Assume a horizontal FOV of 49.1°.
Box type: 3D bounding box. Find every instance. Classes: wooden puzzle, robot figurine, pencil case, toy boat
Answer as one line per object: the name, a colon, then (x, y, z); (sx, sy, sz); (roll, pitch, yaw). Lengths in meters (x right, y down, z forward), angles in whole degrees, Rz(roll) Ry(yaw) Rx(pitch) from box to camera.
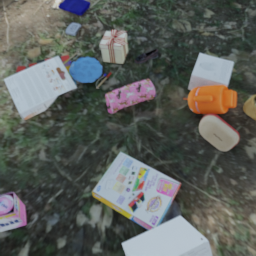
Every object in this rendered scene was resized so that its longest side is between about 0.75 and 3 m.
wooden puzzle: (-3.187, -2.235, 11.587); (2.946, 0.207, 1.747); (-14, 56, -10)
robot figurine: (2.932, -0.999, 10.054); (1.768, 1.031, 1.272); (2, 39, 37)
pencil case: (0.071, -1.176, 10.453); (1.904, 0.788, 0.824); (-20, 89, -12)
toy boat: (3.112, 0.064, 9.533); (1.383, 0.902, 0.904); (40, 40, 5)

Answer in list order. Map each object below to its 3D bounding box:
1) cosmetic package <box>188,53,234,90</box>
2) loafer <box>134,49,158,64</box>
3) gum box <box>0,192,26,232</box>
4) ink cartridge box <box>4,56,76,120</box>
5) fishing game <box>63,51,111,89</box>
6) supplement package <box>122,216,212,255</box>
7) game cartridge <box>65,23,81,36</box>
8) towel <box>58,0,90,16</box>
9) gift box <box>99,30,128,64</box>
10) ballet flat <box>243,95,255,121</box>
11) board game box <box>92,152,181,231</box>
cosmetic package: (3.262, -2.052, 11.062); (1.385, 0.851, 1.380); (18, 57, 13)
loafer: (0.783, -3.139, 12.133); (1.146, 0.361, 0.412); (-22, 58, -15)
gum box: (-3.942, 2.485, 7.726); (1.904, 1.080, 0.629); (-13, 56, -9)
ink cartridge box: (-3.321, -1.571, 10.701); (2.269, 0.569, 1.840); (-26, 65, -14)
fishing game: (-1.740, -2.351, 11.581); (1.916, 0.298, 1.372); (33, 65, 11)
supplement package: (0.957, 3.207, 6.883); (1.783, 0.988, 1.388); (-20, 13, -14)
game cartridge: (-2.640, -4.710, 13.379); (0.532, 0.161, 0.798); (18, 56, 8)
towel: (-2.749, -6.246, 14.373); (1.392, 0.345, 1.028); (24, 65, 16)
gift box: (-0.498, -3.488, 11.896); (1.157, 1.081, 1.068); (4, 54, 10)
ballet flat: (5.357, -0.224, 9.768); (2.769, 0.873, 0.950); (35, 62, 22)
board game box: (0.255, 1.898, 8.533); (2.164, 0.436, 1.656); (27, 59, 18)
